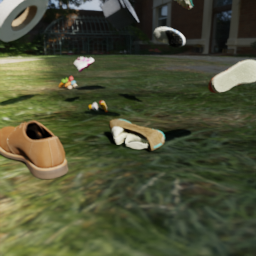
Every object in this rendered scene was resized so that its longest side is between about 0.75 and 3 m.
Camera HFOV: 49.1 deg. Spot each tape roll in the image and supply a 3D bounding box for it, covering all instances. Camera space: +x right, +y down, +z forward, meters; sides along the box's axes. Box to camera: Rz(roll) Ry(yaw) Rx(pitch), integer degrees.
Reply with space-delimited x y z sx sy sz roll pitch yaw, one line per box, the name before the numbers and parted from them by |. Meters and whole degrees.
tape roll | -3.512 -3.689 9.142 2.109 0.385 2.109 -43 7 6

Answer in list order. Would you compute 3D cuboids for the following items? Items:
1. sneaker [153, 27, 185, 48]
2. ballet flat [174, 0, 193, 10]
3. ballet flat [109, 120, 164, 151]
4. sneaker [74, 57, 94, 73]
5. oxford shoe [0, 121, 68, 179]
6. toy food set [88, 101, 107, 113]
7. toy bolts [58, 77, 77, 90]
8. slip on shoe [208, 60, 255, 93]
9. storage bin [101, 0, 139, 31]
sneaker | 1.603 -3.414 10.435 0.642 0.637 1.772 -17 32 -20
ballet flat | 0.977 -3.281 6.156 0.506 1.584 0.599 -19 43 17
ballet flat | 0.055 0.240 7.716 1.920 0.651 0.695 17 43 33
sneaker | -1.787 -2.656 11.275 0.447 0.485 1.100 -40 7 33
oxford shoe | -2.412 0.259 6.819 2.892 1.031 1.032 14 24 42
toy food set | -1.174 -0.818 11.358 0.885 0.398 0.423 -9 24 37
toy bolts | -3.458 -2.462 16.263 0.901 0.654 0.943 -38 0 42
slip on shoe | 2.380 -1.133 6.257 1.403 0.520 0.429 -24 6 -14
storage bin | -0.407 -4.953 11.916 1.035 1.122 1.541 -26 -20 17
